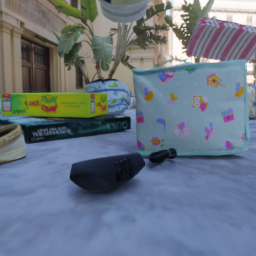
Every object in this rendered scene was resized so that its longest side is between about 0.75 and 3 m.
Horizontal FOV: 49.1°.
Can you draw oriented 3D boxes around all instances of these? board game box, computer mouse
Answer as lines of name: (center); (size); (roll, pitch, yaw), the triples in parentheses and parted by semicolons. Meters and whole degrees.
board game box: (-1.416, -0.073, 6.338); (2.505, 0.353, 1.694); (-7, 10, -41)
computer mouse: (0.082, 0.424, 3.022); (0.519, 0.301, 1.770); (-16, -9, 36)
board game box: (-1.715, -0.563, 6.670); (2.216, 0.528, 1.126); (2, 8, 16)

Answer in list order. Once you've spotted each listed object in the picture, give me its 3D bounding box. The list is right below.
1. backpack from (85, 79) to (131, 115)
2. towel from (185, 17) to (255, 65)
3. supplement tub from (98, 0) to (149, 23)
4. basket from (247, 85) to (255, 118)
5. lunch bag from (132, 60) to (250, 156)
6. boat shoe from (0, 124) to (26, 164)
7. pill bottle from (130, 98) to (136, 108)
backpack: (-0.796, -1.155, 10.648); (1.836, 1.730, 2.251); (-1, -15, 0)
towel: (1.780, -1.546, 5.175); (1.260, 0.188, 0.922); (10, -26, -1)
supplement tub: (-0.098, -3.507, 6.290); (1.353, 1.353, 1.866); (0, -33, -1)
basket: (4.365, -0.912, 9.725); (1.638, 1.139, 1.444); (-7, 6, 12)
lunch bag: (0.923, -0.284, 4.050); (1.550, 1.321, 0.945); (-1, 9, 20)
boat shoe: (-1.834, 0.230, 3.351); (0.557, 0.500, 1.506); (2, 8, 16)
pill bottle: (0.668, -1.421, 15.906); (1.117, 0.627, 0.627); (0, 7, 0)
